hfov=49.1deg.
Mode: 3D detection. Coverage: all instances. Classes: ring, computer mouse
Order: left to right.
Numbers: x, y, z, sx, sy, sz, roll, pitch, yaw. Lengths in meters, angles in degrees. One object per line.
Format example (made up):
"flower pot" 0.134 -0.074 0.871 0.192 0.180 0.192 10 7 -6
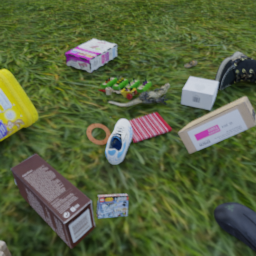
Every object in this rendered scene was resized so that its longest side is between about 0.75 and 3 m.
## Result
"ring" -0.993 0.218 9.420 0.835 0.080 0.835 12 51 -16
"computer mouse" 2.983 2.343 6.727 1.862 0.491 1.290 28 47 31

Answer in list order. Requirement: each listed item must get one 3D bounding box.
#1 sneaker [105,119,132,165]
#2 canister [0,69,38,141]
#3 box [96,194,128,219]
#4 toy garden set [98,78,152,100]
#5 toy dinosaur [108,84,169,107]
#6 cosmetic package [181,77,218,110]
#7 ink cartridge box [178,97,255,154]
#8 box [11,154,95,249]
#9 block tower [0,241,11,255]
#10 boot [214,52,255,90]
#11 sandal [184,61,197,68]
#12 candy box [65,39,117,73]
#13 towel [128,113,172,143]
"sneaker" -0.266 0.310 9.037 0.689 0.695 1.917 5 42 9
"canister" -4.661 -0.370 8.955 1.210 2.077 2.796 -15 21 49
"box" -0.373 1.881 6.753 0.752 0.515 0.150 3 3 -23
"toy garden set" -0.265 -1.764 11.617 2.020 0.403 1.684 10 32 24
"toy dinosaur" 0.726 -1.158 10.866 2.794 0.663 1.231 -17 15 -27
"cosmetic package" 2.874 -1.401 11.233 1.188 0.732 1.192 15 41 20
"ink cartridge box" 2.661 -0.109 8.259 1.992 0.748 1.641 -27 0 28
"box" -1.871 1.749 6.959 2.269 1.136 0.850 30 49 31
"block tower" -3.736 2.677 6.202 2.320 0.671 0.627 12 40 12
"boot" 5.202 -2.237 12.024 2.303 1.100 3.049 27 46 26
"sandal" 3.129 -3.201 13.915 0.863 0.233 0.347 -27 46 -30
"candy box" -1.813 -3.682 14.136 1.568 0.701 2.299 22 43 25
"towel" 0.661 -0.019 9.969 1.512 0.170 1.093 -17 44 -18
